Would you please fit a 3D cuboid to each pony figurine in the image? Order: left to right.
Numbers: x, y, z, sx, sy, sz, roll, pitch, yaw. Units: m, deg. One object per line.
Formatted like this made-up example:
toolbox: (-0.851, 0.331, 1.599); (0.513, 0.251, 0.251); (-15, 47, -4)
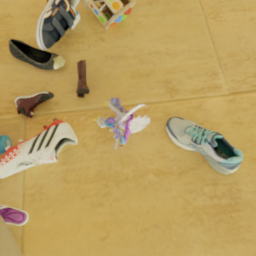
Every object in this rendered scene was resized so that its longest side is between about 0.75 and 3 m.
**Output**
pony figurine: (-0.215, -0.289, 9.952); (1.766, 1.524, 1.830); (-40, 59, -5)

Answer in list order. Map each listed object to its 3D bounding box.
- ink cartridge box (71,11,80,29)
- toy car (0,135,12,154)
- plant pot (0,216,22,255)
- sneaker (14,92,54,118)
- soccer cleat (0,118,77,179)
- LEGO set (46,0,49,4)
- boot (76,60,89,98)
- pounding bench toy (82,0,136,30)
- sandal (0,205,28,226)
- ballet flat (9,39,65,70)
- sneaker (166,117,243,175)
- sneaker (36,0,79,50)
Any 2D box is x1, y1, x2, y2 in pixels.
ink cartridge box: (-2.811, -4.906, 12.334); (1.190, 0.397, 0.689); (25, 69, 10)
toy car: (-5.165, -0.096, 9.858); (1.937, 1.858, 2.101); (-11, 39, 3)
plant pot: (-4.274, 3.688, 7.714); (1.888, 2.133, 2.131); (43, 84, 0)
sneaker: (-3.491, -0.811, 10.554); (1.507, 0.570, 0.870); (-12, 73, 4)
soccer cleat: (-3.100, 0.873, 9.549); (2.952, 1.013, 1.257); (-37, 67, -19)
LEGO set: (-2.934, -6.290, 12.779); (1.932, 0.474, 1.443); (-25, 59, -14)
boot: (-1.693, -1.952, 10.418); (0.468, 1.357, 1.456); (5, 83, -20)
pounding bench toy: (-0.904, -5.160, 12.043); (1.304, 2.099, 1.637); (-45, 106, -18)
sandal: (-4.030, 2.797, 9.029); (1.586, 0.390, 0.646); (1, 67, 1)
ballet flat: (-3.728, -2.923, 11.303); (2.470, 0.702, 0.821); (17, 62, 7)
sneaker: (2.645, 0.360, 9.603); (2.904, 1.254, 1.127); (33, 71, 13)
sneaker: (-2.816, -4.423, 11.400); (1.104, 1.090, 2.780); (8, 72, 16)
